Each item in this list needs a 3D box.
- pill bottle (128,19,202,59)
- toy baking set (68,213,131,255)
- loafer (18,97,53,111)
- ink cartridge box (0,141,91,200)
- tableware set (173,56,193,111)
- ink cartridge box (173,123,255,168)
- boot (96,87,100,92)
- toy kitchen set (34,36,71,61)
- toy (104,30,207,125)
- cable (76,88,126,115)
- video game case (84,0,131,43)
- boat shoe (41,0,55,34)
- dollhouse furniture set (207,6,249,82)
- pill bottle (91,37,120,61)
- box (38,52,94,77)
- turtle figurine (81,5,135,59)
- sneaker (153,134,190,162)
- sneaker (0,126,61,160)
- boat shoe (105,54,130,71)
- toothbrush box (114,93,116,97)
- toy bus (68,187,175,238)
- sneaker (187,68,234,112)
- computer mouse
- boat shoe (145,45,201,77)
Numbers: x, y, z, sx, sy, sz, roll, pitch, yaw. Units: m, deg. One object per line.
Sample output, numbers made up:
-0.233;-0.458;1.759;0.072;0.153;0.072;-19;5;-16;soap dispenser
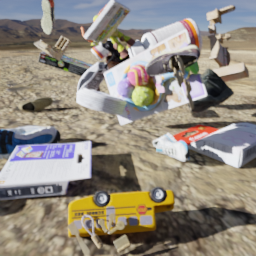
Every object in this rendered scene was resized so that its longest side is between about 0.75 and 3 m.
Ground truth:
1.445;-3.226;11.211;2.688;1.473;1.473;-22;23;-4;pill bottle
-0.516;1.994;5.050;1.109;0.851;0.129;-3;-18;-5;toy baking set
-4.440;-1.089;13.516;1.619;0.615;0.546;-16;25;-14;loafer
-2.158;1.078;7.734;2.324;0.504;2.303;-4;21;-5;ink cartridge box
1.083;-0.876;5.437;0.119;1.022;0.854;-16;31;23;tableware set
3.113;0.256;9.733;2.407;0.845;2.961;-18;31;-39;ink cartridge box
-1.481;-1.774;14.595;0.462;1.062;1.277;8;22;21;boot
-2.347;-2.617;8.507;0.663;0.733;0.812;33;-1;20;toy kitchen set
0.423;-1.156;7.307;2.898;1.669;0.684;-18;-1;38;toy
-0.756;-0.717;7.708;1.375;0.476;1.375;17;7;5;cable
-0.424;-2.200;5.877;0.107;0.935;0.851;48;24;8;video game case
-2.842;-4.016;10.068;0.458;1.288;0.403;21;43;9;boat shoe
4.030;-3.223;11.207;1.251;2.825;1.464;-8;-15;33;dollhouse furniture set
-0.958;-3.514;12.055;1.195;0.655;0.655;-43;21;7;pill bottle
-2.435;-2.617;11.506;2.192;0.381;1.206;17;21;-11;box
-0.454;-2.763;7.974;0.573;1.435;1.780;-30;30;44;turtle figurine
1.305;0.690;8.817;0.746;0.645;1.721;-13;15;-16;sneaker
-3.628;0.392;9.273;2.541;0.953;1.101;-4;13;-35;sneaker
0.028;-2.986;12.734;2.118;0.745;0.746;-4;58;-4;boat shoe
0.029;-2.027;15.673;1.329;0.774;1.815;-12;23;-28;toothbrush box
-0.121;1.661;5.583;2.061;0.807;0.671;-2;-18;-6;toy bus
2.659;-1.323;9.835;2.229;0.852;1.277;-22;72;-34;sneaker
-1.169;-2.075;10.250;0.520;2.370;1.299;46;14;19;computer mouse
0.895;-1.345;5.785;1.207;0.434;0.391;-14;26;22;boat shoe
